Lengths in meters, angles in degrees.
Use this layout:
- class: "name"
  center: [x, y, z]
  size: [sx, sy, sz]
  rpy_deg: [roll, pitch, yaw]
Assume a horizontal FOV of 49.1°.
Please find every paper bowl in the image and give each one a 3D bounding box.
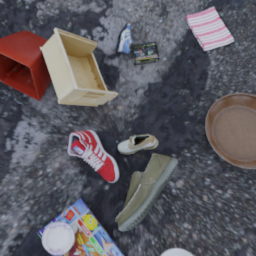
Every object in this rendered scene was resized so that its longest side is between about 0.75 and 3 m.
- class: "paper bowl"
  center: [-2.077, 3.245, 8.263]
  size: [0.897, 0.466, 0.897]
  rpy_deg: [7, 73, -25]

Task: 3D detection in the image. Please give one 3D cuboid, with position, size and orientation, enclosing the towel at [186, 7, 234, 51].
- class: "towel"
  center: [3.382, -4.122, 11.655]
  size: [1.358, 0.278, 1.856]
  rpy_deg: [-21, 71, -7]

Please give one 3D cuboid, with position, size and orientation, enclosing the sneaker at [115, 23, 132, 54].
- class: "sneaker"
  center: [-0.104, -3.627, 11.411]
  size: [0.554, 0.545, 1.438]
  rpy_deg: [20, 69, -17]

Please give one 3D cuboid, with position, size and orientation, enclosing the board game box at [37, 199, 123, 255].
- class: "board game box"
  center: [-1.399, 3.709, 8.669]
  size: [1.677, 0.427, 2.478]
  rpy_deg: [-37, 74, -13]

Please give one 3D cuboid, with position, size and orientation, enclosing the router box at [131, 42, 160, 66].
- class: "router box"
  center: [0.681, -2.978, 11.200]
  size: [1.048, 0.325, 0.785]
  rpy_deg: [-9, 70, -3]

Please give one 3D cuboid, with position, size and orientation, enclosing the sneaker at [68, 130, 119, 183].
- class: "sneaker"
  center: [-1.201, 0.958, 9.210]
  size: [0.749, 1.182, 2.102]
  rpy_deg: [-45, 67, 22]

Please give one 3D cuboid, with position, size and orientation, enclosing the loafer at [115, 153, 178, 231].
- class: "loafer"
  center: [0.473, 1.996, 9.071]
  size: [1.012, 1.092, 2.904]
  rpy_deg: [32, 65, 20]

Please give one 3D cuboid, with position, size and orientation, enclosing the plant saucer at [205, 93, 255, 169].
- class: "plant saucer"
  center: [4.094, 0.122, 9.961]
  size: [2.806, 0.513, 2.806]
  rpy_deg: [0, 69, 0]

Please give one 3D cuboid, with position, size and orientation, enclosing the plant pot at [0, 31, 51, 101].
- class: "plant pot"
  center: [-3.668, -2.449, 10.320]
  size: [1.848, 1.847, 1.629]
  rpy_deg: [27, 60, 10]

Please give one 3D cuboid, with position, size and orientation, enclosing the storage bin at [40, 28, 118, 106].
- class: "storage bin"
  center: [-1.628, -1.966, 9.740]
  size: [1.037, 2.198, 2.214]
  rpy_deg: [-31, 73, 32]

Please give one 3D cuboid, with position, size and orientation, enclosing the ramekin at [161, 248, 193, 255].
- class: "ramekin"
  center: [1.445, 4.307, 8.341]
  size: [1.367, 0.637, 1.367]
  rpy_deg: [0, 70, 0]

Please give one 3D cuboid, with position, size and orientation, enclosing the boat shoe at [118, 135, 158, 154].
- class: "boat shoe"
  center: [0.246, 0.500, 9.528]
  size: [1.478, 0.505, 0.552]
  rpy_deg: [-16, 49, 25]
